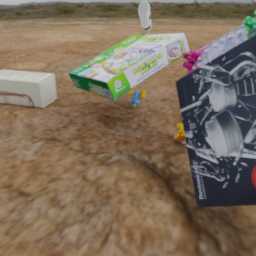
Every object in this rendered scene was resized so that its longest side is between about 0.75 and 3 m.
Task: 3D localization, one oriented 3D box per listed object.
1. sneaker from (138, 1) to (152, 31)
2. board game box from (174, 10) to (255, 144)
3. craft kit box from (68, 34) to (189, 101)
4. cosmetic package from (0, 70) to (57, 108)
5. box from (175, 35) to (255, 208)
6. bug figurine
[{"bbox_3d":[0.588,-3.809,9.614,0.406,1.035,0.411,-5,-12,19],"label":"sneaker"},{"bbox_3d":[2.342,-1.178,7.385,0.379,2.927,2.926,15,-15,-25],"label":"board game box"},{"bbox_3d":[-0.107,-2.100,9.050,2.935,0.721,2.972,-34,29,-21],"label":"craft kit box"},{"bbox_3d":[-4.281,-1.606,11.271,2.463,1.074,1.273,7,27,16],"label":"cosmetic package"},{"bbox_3d":[2.276,-0.013,4.925,1.359,2.611,2.377,1,-16,-32],"label":"box"},{"bbox_3d":[-0.358,-1.629,10.937,2.112,0.543,1.638,15,55,-6],"label":"bug figurine"}]
